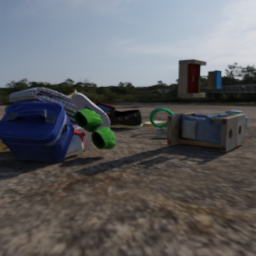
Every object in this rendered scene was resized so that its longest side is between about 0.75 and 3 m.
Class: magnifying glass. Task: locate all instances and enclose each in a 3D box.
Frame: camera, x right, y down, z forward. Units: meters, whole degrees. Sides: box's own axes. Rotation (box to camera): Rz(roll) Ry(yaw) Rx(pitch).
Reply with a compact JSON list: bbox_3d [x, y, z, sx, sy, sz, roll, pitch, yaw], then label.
[{"bbox_3d":[2.157,-0.350,12.823,2.436,0.970,0.273,10,30,-8],"label":"magnifying glass"}]

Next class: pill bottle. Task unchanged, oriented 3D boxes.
[{"bbox_3d":[-1.651,0.282,9.132,0.722,0.722,1.286,-3,7,-23],"label":"pill bottle"}]

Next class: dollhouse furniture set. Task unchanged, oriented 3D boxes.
[{"bbox_3d":[2.594,-0.853,9.254,2.001,2.839,1.990,5,9,36],"label":"dollhouse furniture set"}]

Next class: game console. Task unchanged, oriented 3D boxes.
[{"bbox_3d":[-1.650,-0.650,13.338,1.444,0.995,1.676,-53,20,-27],"label":"game console"}]

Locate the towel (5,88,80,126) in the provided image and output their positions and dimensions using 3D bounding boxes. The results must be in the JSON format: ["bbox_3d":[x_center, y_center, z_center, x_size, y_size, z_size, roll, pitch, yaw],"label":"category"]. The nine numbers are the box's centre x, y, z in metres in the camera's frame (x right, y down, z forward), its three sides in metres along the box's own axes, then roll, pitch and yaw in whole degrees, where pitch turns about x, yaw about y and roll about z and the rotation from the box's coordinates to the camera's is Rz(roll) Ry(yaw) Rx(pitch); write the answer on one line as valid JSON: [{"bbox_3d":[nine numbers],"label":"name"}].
[{"bbox_3d":[-3.124,-0.522,11.306,2.391,1.236,2.888,-4,-20,46],"label":"towel"}]

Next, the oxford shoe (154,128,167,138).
[{"bbox_3d":[1.788,0.193,11.207,1.464,0.423,0.550,2,4,2],"label":"oxford shoe"}]

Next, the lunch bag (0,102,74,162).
[{"bbox_3d":[-2.308,0.053,7.141,1.814,1.233,1.200,1,-37,15],"label":"lunch bag"}]

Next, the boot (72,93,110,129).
[{"bbox_3d":[-1.313,-0.627,10.134,0.631,1.716,0.820,-41,15,4],"label":"boot"}]

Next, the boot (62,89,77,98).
[{"bbox_3d":[-2.939,-0.915,13.701,1.869,1.446,0.674,-33,29,13],"label":"boot"}]

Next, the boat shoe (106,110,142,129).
[{"bbox_3d":[-0.727,-0.532,14.697,2.964,0.929,1.084,0,25,15],"label":"boat shoe"}]

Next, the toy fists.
[{"bbox_3d":[-0.907,0.043,7.941,1.434,0.493,0.731,48,29,15],"label":"toy fists"}]

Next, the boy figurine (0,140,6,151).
[{"bbox_3d":[-4.059,0.338,8.345,2.050,0.661,1.275,-3,26,7],"label":"boy figurine"}]

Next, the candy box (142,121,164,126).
[{"bbox_3d":[1.458,-0.244,15.963,0.661,0.171,1.293,9,11,39],"label":"candy box"}]

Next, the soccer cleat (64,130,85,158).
[{"bbox_3d":[-2.338,0.259,8.331,2.418,0.830,1.030,20,31,31],"label":"soccer cleat"}]

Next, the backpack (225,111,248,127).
[{"bbox_3d":[5.677,-0.451,14.715,1.059,0.923,1.205,1,12,-39],"label":"backpack"}]
